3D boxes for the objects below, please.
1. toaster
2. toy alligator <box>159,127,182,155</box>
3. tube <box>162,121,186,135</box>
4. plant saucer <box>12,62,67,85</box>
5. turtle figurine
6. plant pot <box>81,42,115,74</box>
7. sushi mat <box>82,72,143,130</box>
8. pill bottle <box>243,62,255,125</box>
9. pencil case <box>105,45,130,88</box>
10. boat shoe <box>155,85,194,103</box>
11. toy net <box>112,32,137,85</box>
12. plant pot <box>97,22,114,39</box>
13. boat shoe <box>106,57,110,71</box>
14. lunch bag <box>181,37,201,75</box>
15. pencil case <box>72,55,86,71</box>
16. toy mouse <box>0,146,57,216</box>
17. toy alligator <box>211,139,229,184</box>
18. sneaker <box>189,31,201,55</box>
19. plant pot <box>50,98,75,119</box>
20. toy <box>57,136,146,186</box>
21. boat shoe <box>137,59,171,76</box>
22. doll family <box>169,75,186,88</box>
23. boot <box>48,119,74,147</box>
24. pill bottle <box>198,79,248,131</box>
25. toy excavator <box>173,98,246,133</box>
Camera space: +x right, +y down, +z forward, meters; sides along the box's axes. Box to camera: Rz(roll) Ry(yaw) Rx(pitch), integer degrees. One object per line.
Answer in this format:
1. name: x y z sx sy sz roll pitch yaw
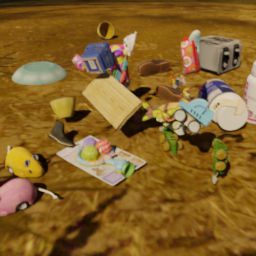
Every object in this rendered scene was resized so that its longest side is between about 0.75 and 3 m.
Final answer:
1. toaster: 4.421 -3.854 14.617 2.149 1.411 2.377 -22 36 -35
2. toy alligator: 1.218 0.258 8.502 0.510 0.370 1.540 -5 32 -10
3. tube: 1.449 -0.053 8.644 0.369 0.330 1.272 30 5 -12
4. plant saucer: -4.341 -2.787 13.694 2.633 0.507 2.633 0 31 0
5. turtle figurine: 1.257 -0.583 8.630 1.937 0.774 2.402 -5 27 38
6. plant pot: -0.993 -2.184 8.979 0.811 0.811 0.729 5 47 29
7. sushi mat: -0.559 -0.944 8.735 1.101 0.139 2.300 -46 49 1
8. pill bottle: 4.508 -1.186 9.440 1.108 1.955 1.108 0 30 0
9. pencil case: -0.353 -2.136 9.931 0.727 1.646 0.727 -7 46 7
10. boat shoe: 1.827 -1.295 11.058 0.567 0.567 1.612 -30 49 -34
11. toy net: -0.180 -2.117 8.951 0.376 1.948 1.022 15 30 -7
12. plant pot: -1.780 -7.083 20.656 1.219 1.219 0.865 -17 10 -27
13. boat shoe: -1.126 -3.452 14.576 2.338 0.790 0.840 -25 37 -39
14. lunch bag: 1.668 -1.957 7.597 0.463 0.995 1.129 -10 8 16
15. pencil case: -2.538 -3.408 14.720 0.562 0.562 1.273 -14 34 -23
16. toy mouse: -3.140 1.288 6.545 2.938 0.569 2.611 20 36 31
17. toy alligator: 2.130 0.772 6.456 0.333 1.385 0.459 -7 39 7
18. sneaker: 2.002 -2.368 8.243 0.367 0.993 0.407 -20 56 -9
19. plant pot: -2.129 -0.628 9.388 0.837 0.594 0.837 -13 -3 -1
20. toy: -0.785 0.662 7.680 2.281 0.538 1.313 24 37 35
21. boat shoe: 1.174 -3.039 13.944 2.000 0.704 0.703 -13 37 -36
22. doll family: 1.926 -1.886 11.248 0.374 0.515 0.830 -37 24 -22
23. boot: -1.922 0.162 8.280 0.871 0.602 0.337 23 3 16
24. pill bottle: 3.209 -0.811 9.596 1.167 1.167 2.017 -2 30 -3
25. toy excavator: 1.888 -0.408 6.615 1.270 1.306 0.652 40 9 10
